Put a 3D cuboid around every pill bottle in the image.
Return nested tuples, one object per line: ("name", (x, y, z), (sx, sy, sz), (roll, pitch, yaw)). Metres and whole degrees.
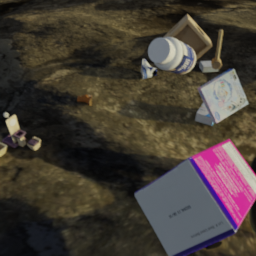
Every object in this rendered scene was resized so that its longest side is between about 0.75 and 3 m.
("pill bottle", (1.093, -1.808, 7.018), (0.789, 0.789, 1.422), (27, 17, 29))

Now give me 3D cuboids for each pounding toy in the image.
("pounding toy", (2.129, -2.502, 8.435), (1.748, 1.536, 0.800), (41, 30, -16))

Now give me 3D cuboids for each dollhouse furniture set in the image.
("dollhouse furniture set", (-4.233, 0.451, 9.504), (1.484, 1.329, 1.873), (20, 43, 22))

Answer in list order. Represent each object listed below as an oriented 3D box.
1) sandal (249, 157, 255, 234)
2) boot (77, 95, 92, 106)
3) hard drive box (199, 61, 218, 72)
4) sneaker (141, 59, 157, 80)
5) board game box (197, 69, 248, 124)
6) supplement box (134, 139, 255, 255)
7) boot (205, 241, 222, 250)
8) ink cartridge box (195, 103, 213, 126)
("sandal", (4.067, 1.894, 8.260), (1.125, 0.808, 2.832), (13, 58, 23))
("boot", (-1.933, -1.223, 12.341), (0.651, 0.321, 0.838), (-2, 39, -3))
("hard drive box", (4.275, -3.253, 14.811), (0.848, 0.326, 0.661), (-3, 39, -4))
("sneaker", (1.076, -2.936, 14.328), (0.789, 0.552, 1.366), (1, 46, -5))
("board game box", (2.328, -0.774, 6.870), (0.977, 0.982, 0.213), (-31, 15, -7))
("supplement box", (1.520, 1.217, 5.489), (2.568, 1.299, 1.327), (-6, 61, -56))
("boot", (1.559, 2.499, 7.634), (1.521, 0.553, 1.616), (-8, 39, -9))
("ink cartridge box", (3.337, -0.667, 11.578), (0.723, 0.426, 1.256), (20, 44, 23))
